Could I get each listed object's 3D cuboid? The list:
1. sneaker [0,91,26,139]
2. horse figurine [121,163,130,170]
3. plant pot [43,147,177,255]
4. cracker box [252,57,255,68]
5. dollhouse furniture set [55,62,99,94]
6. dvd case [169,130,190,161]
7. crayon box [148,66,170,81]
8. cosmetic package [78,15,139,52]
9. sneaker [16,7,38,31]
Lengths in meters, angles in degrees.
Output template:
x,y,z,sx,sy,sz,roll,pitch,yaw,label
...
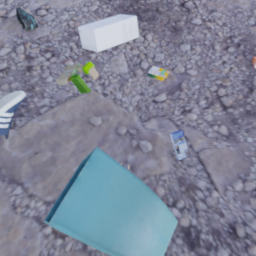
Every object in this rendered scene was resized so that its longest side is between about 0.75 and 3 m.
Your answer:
x,y,z,sx,sy,sz,roll,pitch,yaw,label
-3.609,-0.204,8.129,1.970,0.832,0.738,-49,40,-17,sneaker
-0.435,1.428,8.551,1.170,0.292,0.775,0,59,42,horse figurine
-0.343,2.128,6.830,2.666,1.884,1.883,34,66,-8,plant pot
5.887,-2.834,12.223,0.785,0.226,0.526,5,52,3,cracker box
-1.626,-1.598,9.054,1.264,0.634,0.828,3,52,43,dollhouse furniture set
1.605,0.530,8.644,0.625,0.077,0.876,-15,87,-44,dvd case
1.300,-2.276,11.799,0.814,0.210,0.512,23,55,18,crayon box
-0.674,-3.433,10.026,1.920,0.815,1.033,-30,39,-29,cosmetic package
-5.141,-5.470,14.129,0.701,0.667,1.770,-18,60,-30,sneaker
